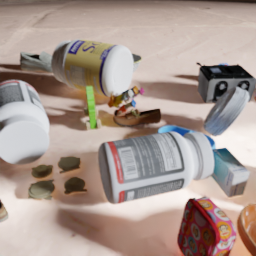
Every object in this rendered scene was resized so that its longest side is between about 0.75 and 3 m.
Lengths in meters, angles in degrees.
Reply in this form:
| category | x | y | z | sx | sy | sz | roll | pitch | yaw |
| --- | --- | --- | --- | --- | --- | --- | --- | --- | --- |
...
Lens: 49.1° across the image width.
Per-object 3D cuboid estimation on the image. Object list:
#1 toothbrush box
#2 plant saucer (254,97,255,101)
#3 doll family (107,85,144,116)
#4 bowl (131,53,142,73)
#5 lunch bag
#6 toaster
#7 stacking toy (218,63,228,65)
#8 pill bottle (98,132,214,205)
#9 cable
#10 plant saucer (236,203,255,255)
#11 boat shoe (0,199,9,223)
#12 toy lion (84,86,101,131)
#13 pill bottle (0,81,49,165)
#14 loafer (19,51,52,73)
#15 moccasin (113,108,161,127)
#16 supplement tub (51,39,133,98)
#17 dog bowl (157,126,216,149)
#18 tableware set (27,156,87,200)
| category | x | y | z | sx | sy | sz | roll | pitch | yaw |
| --- | --- | --- | --- | --- | --- | --- | --- | --- | --- |
| toothbrush box | 2.392 | 1.062 | 6.779 | 0.432 | 0.742 | 1.013 | -7 | 31 | -12 |
| plant saucer | 5.396 | -1.143 | 11.073 | 0.753 | 0.141 | 0.753 | 0 | 31 | 0 |
| doll family | -0.184 | -1.094 | 10.115 | 1.068 | 0.776 | 1.721 | -26 | 17 | 31 |
| bowl | -0.230 | -2.962 | 13.447 | 1.767 | 0.829 | 1.767 | 1 | 31 | 0 |
| lunch bag | 1.296 | 1.863 | 4.948 | 0.509 | 1.241 | 1.093 | -4 | 27 | -21 |
| toaster | 3.763 | -1.790 | 11.130 | 1.810 | 1.188 | 2.002 | -1 | 31 | -2 |
| stacking toy | 4.515 | -2.192 | 12.394 | 0.868 | 0.821 | 1.495 | -15 | 46 | -28 |
| pill bottle | 0.613 | 0.848 | 6.490 | 2.433 | 1.409 | 1.409 | -8 | 32 | -15 |
| cable | 2.965 | -0.507 | 8.546 | 0.582 | 1.681 | 1.680 | 36 | 61 | 4 |
| plant saucer | 3.001 | 2.155 | 4.807 | 2.300 | 0.371 | 2.300 | 14 | 21 | -6 |
| boat shoe | -2.968 | 1.642 | 6.151 | 1.072 | 0.385 | 0.406 | 24 | 38 | 35 |
| toy lion | -1.223 | -0.736 | 9.143 | 0.500 | 1.397 | 1.458 | -7 | 31 | -9 |
| pill bottle | -3.185 | -0.225 | 8.101 | 1.578 | 1.578 | 2.723 | -12 | 32 | -20 |
| loafer | -4.109 | -3.305 | 13.900 | 2.720 | 0.949 | 0.951 | 3 | 31 | 5 |
| moccasin | 0.293 | -0.399 | 9.273 | 1.607 | 0.620 | 0.588 | -3 | 21 | 2 |
| supplement tub | -1.447 | -2.466 | 11.397 | 2.850 | 2.072 | 2.072 | 16 | 34 | 23 |
| dog bowl | 1.645 | 0.442 | 8.095 | 1.889 | 0.468 | 1.053 | 19 | 35 | 27 |
| tableware set | -1.795 | 1.234 | 7.045 | 1.359 | 0.189 | 1.627 | -7 | 30 | -13 |
